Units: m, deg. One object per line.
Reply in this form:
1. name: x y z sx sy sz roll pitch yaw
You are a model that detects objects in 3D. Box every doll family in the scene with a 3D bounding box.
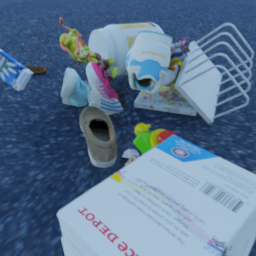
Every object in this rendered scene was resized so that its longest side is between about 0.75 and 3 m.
1. doll family: 1.353 -2.043 8.282 0.898 0.652 1.447 -32 1 3
2. doll family: 1.131 -1.810 7.131 0.605 0.439 0.974 -17 -7 12

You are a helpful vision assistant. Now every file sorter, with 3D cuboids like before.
1. file sorter: 2.785 -1.744 8.651 1.531 1.706 2.458 -26 30 45

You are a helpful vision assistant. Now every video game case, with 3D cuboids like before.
1. video game case: 1.552 -1.239 10.337 2.135 0.268 2.346 9 34 15

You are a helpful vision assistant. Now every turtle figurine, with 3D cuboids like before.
1. turtle figurine: -1.266 -2.156 8.340 2.057 0.822 2.551 30 16 -37

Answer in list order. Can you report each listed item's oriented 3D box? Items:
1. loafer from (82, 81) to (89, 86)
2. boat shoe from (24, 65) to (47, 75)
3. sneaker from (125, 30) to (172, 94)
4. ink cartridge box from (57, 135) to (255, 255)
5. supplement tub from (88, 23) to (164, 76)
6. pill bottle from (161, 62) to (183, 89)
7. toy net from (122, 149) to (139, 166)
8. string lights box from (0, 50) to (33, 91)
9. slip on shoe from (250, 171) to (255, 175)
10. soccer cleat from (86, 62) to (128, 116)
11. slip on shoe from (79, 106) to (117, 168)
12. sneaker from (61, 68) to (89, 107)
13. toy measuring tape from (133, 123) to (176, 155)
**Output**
1. loafer: -1.571 -1.499 10.444 0.580 0.579 1.658 16 37 23
2. boat shoe: -4.088 -2.495 12.220 1.096 0.386 0.385 6 -4 5
3. sneaker: 0.348 -1.285 6.398 0.947 1.000 2.475 11 -4 0
4. ink cartridge box: 0.577 1.718 4.335 2.589 1.873 1.906 -28 42 -36
5. supplement tub: -0.025 -3.004 10.703 2.551 1.855 1.855 -15 36 -29
6. pill bottle: 1.636 -1.876 9.819 0.969 0.969 1.773 25 15 33
7. toy net: 0.217 0.862 7.149 0.667 0.245 1.271 -6 33 -9
8. string lights box: -3.357 -1.640 7.867 1.184 0.608 0.349 35 16 -3
9. slip on shoe: 3.307 1.096 6.641 1.332 0.404 0.506 -10 34 -14
10. soccer cleat: -0.810 -0.956 8.208 1.076 2.491 0.870 -26 65 7
11. slip on shoe: -0.764 -0.005 7.033 0.864 0.689 2.273 -2 36 -11
12. sneaker: -1.508 -1.193 8.674 1.003 0.904 2.447 9 -4 -10
13. toy measuring tape: 1.048 0.812 6.080 0.907 0.907 2.466 -30 72 -37
